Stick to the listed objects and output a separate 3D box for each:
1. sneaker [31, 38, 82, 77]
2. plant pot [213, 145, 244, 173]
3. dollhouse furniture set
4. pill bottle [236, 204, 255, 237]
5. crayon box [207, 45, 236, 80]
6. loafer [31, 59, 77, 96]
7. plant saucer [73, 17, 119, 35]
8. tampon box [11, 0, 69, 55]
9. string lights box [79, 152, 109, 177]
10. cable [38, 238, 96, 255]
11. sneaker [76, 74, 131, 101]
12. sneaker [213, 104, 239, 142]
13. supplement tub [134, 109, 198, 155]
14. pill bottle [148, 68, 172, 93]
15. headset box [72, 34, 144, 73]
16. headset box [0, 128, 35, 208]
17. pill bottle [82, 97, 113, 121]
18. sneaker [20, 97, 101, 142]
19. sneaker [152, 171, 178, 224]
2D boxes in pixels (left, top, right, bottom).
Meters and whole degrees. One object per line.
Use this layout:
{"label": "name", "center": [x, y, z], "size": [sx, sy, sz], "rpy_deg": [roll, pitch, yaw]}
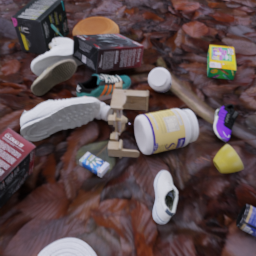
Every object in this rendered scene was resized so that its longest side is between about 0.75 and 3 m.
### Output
{"label": "sneaker", "center": [-3.405, -3.311, 12.983], "size": [2.969, 1.094, 1.716], "rpy_deg": [-28, 50, -35]}
{"label": "plant pot", "center": [3.137, 1.089, 8.990], "size": [0.656, 0.924, 0.924], "rpy_deg": [-30, 50, 3]}
{"label": "dollhouse furniture set", "center": [0.048, -0.415, 9.939], "size": [1.222, 1.431, 2.760], "rpy_deg": [3, 47, 5]}
{"label": "pill bottle", "center": [3.634, 2.651, 7.512], "size": [1.253, 0.701, 0.701], "rpy_deg": [26, 52, 16]}
{"label": "crayon box", "center": [4.306, -3.066, 12.994], "size": [1.156, 0.567, 1.946], "rpy_deg": [8, 47, 8]}
{"label": "loafer", "center": [-3.160, -2.210, 11.746], "size": [2.151, 0.814, 0.734], "rpy_deg": [-34, 37, -3]}
{"label": "plant saucer", "center": [-1.756, -5.325, 15.137], "size": [2.529, 0.473, 2.529], "rpy_deg": [-1, 49, 1]}
{"label": "tampon box", "center": [-4.305, -5.150, 14.065], "size": [1.549, 1.838, 2.453], "rpy_deg": [13, 48, 11]}
{"label": "string lights box", "center": [-1.107, 1.206, 9.196], "size": [0.895, 0.264, 0.460], "rpy_deg": [25, 50, 22]}
{"label": "cable", "center": [-1.528, 3.579, 6.724], "size": [1.787, 0.619, 1.788], "rpy_deg": [-19, 50, -17]}
{"label": "sneaker", "center": [-0.948, -1.779, 11.501], "size": [2.449, 0.978, 0.874], "rpy_deg": [-24, 50, -22]}
{"label": "sneaker", "center": [3.572, -0.275, 10.084], "size": [0.581, 0.831, 1.671], "rpy_deg": [33, 44, -18]}
{"label": "supplement tub", "center": [1.265, 0.090, 9.467], "size": [1.859, 1.352, 1.352], "rpy_deg": [-11, 48, -15]}
{"label": "pill bottle", "center": [1.264, -1.899, 11.142], "size": [0.888, 0.888, 1.599], "rpy_deg": [11, 4, 10]}
{"label": "headset box", "center": [-0.790, -3.422, 12.529], "size": [2.731, 1.055, 2.032], "rpy_deg": [-17, 41, -35]}
{"label": "headset box", "center": [-3.661, 1.385, 7.761], "size": [1.003, 1.934, 2.598], "rpy_deg": [34, 54, 2]}
{"label": "pill bottle", "center": [-1.252, -0.717, 10.725], "size": [1.225, 0.671, 0.671], "rpy_deg": [21, 50, 18]}
{"label": "sneaker", "center": [-2.468, -0.597, 10.090], "size": [2.971, 1.135, 1.196], "rpy_deg": [-17, 45, -3]}
{"label": "sneaker", "center": [1.156, 1.896, 8.083], "size": [0.668, 0.648, 1.829], "rpy_deg": [34, 35, -18]}
